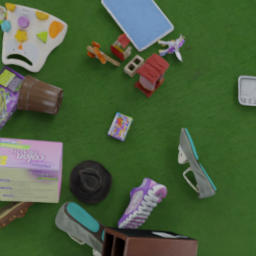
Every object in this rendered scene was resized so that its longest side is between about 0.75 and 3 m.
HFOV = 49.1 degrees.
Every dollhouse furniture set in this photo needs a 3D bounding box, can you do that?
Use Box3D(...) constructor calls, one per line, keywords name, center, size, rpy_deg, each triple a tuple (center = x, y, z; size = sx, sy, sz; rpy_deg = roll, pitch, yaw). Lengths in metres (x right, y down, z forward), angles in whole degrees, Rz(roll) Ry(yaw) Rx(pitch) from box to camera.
Box3D(name="dollhouse furniture set", center=(0.210, -2.303, 9.927), size=(2.369, 1.275, 0.963), rpy_deg=(40, 78, 10))

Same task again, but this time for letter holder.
Box3D(name="letter holder", center=(0.538, 3.742, 7.602), size=(2.397, 1.205, 1.703), rpy_deg=(16, 75, -29))

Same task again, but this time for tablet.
Box3D(name="tablet", center=(0.356, -4.425, 10.961), size=(1.712, 0.180, 2.631), rpy_deg=(-35, 84, -6))

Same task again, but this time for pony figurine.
Box3D(name="pony figurine", center=(1.654, -2.988, 10.471), size=(1.001, 0.834, 0.966), rpy_deg=(-8, 64, 13))

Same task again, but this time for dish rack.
Box3D(name="dish rack", center=(4.460, -1.303, 10.167), size=(0.974, 0.247, 1.135), rpy_deg=(5, 74, 2))

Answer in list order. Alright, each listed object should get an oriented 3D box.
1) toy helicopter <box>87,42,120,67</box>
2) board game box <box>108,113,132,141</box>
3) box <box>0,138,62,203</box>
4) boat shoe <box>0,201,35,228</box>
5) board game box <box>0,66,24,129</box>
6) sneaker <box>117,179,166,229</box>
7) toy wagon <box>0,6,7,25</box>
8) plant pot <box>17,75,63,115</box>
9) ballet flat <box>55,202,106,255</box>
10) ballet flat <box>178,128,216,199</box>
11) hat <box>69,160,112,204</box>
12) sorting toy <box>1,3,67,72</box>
Box3D(name="toy helicopter", center=(-0.898, -2.636, 10.302), size=(1.342, 0.887, 0.529), rpy_deg=(27, 104, -9))
Box3D(name="board game box", center=(-0.278, -0.035, 9.820), size=(0.578, 0.192, 0.859), rpy_deg=(21, 75, 6))
Box3D(name="box", center=(-2.867, 1.309, 8.206), size=(1.734, 1.971, 0.953), rpy_deg=(5, 50, -10))
Box3D(name="boat shoe", center=(-3.473, 2.562, 8.925), size=(1.588, 0.572, 0.536), rpy_deg=(-32, 110, -17))
Box3D(name="board game box", center=(-4.541, -1.066, 10.079), size=(1.288, 0.347, 2.146), rpy_deg=(30, 76, 13))
Box3D(name="sneaker", center=(0.320, 2.383, 8.860), size=(1.933, 0.778, 0.855), rpy_deg=(-50, 49, 2))
Box3D(name="toy wagon", center=(-5.315, -4.328, 11.070), size=(0.898, 0.229, 1.157), rpy_deg=(21, 75, 7))
Box3D(name="plant pot", center=(-2.963, -1.056, 9.657), size=(1.228, 1.240, 1.240), rpy_deg=(14, 74, -4))
Box3D(name="ballet flat", center=(-0.995, 3.347, 8.531), size=(2.789, 0.940, 0.888), rpy_deg=(36, 107, 1))
Box3D(name="ballet flat", center=(2.011, 1.171, 8.979), size=(0.744, 0.787, 2.336), rpy_deg=(-26, 86, 12))
Box3D(name="hat", center=(-1.268, 1.704, 9.067), size=(1.486, 0.600, 1.486), rpy_deg=(-1, 72, 3))
Box3D(name="sorting toy", center=(-3.801, -3.253, 10.441), size=(2.375, 1.269, 2.138), rpy_deg=(15, 93, 4))
